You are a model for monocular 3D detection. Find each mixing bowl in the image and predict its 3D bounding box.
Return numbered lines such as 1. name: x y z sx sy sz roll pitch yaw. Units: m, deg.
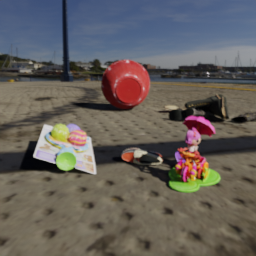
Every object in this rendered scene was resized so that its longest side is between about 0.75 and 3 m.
1. mixing bowl: -0.063 -2.209 15.363 2.825 2.825 1.530 -1 20 -6

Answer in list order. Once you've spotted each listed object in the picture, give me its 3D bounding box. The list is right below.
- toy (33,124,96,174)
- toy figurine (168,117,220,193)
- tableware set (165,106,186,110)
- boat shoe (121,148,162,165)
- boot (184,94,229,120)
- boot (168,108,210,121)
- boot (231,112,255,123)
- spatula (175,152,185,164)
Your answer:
1. toy: -1.559 0.297 7.420 1.464 0.600 2.542 18 16 -16
2. toy figurine: 1.389 0.464 6.080 1.145 1.404 1.525 8 15 32
3. tableware set: 3.039 -0.900 14.967 2.077 0.241 1.735 0 17 -18
4. boat shoe: 0.332 0.768 7.153 1.078 0.384 0.337 5 17 7
5. boot: 3.711 -0.878 13.444 1.919 1.075 2.775 -8 9 12
6. boot: 2.842 -0.569 13.059 1.574 0.545 1.370 -5 -7 43
7. boot: 5.523 -0.455 12.417 1.293 0.514 1.485 -12 3 -42
8. spatula: 1.515 0.746 7.394 0.126 0.348 1.230 -33 -13 23
